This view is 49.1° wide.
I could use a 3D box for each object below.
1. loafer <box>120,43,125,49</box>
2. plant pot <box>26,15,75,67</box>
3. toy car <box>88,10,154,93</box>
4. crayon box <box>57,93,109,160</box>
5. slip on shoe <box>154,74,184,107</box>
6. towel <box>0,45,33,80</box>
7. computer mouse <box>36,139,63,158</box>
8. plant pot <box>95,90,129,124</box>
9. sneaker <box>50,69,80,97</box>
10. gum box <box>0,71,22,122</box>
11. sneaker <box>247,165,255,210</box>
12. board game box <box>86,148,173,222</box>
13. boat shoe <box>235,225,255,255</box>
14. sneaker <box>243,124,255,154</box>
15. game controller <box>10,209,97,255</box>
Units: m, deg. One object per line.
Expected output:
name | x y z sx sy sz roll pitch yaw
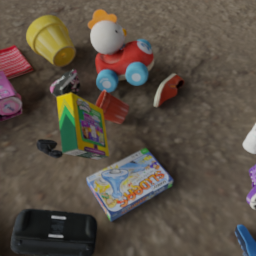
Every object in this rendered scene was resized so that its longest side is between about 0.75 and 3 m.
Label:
loafer | -0.114 -3.542 12.185 0.768 0.276 0.242 5 28 -3
plant pot | -2.925 -3.322 11.132 1.636 1.636 1.539 -30 69 -25
toy car | -0.385 -2.930 9.749 2.156 2.438 2.247 -10 39 18
crayon box | -1.120 0.022 7.200 0.475 1.628 1.405 -16 73 18
slip on shoe | 1.430 -1.306 9.816 0.560 0.678 1.831 28 48 18
towel | -4.870 -2.643 11.332 1.438 0.224 1.988 -27 53 -22
computer mouse | -2.064 0.595 7.351 0.524 0.304 1.787 4 7 -26
plant pot | -0.522 -0.590 8.847 0.903 0.928 0.928 24 45 -17
sneaker | -1.992 -1.401 9.535 0.689 0.740 1.715 -16 26 23
gum box | -4.941 -0.775 9.096 2.694 0.891 1.529 -24 50 -21
sneaker | 3.490 1.405 7.354 0.785 0.759 1.883 18 39 36
board game box | 0.045 1.437 7.423 1.913 0.330 1.295 -25 52 -22
boat shoe | 2.714 2.648 6.330 0.368 0.300 0.874 0 48 -11
sneaker | 4.273 -0.127 8.478 0.795 0.935 2.112 29 53 26
game controller | -1.589 2.320 6.185 1.810 0.381 0.944 10 52 -12
